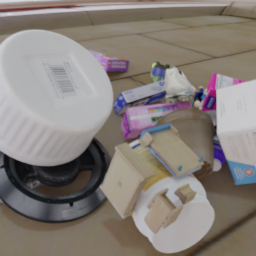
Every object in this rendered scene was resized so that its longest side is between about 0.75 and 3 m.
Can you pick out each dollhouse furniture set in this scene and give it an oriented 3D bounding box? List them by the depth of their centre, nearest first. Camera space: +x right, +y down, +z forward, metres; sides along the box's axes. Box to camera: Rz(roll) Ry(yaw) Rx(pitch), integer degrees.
[{"bbox_3d":[0.623,0.923,5.066,1.664,1.086,1.571,-16,51,-38],"label":"dollhouse furniture set"}]

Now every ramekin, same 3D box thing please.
[{"bbox_3d":[-1.681,-0.724,6.045,2.809,1.369,2.809,21,50,-27],"label":"ramekin"}]

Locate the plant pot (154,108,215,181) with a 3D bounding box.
[{"bbox_3d":[1.486,0.534,7.027,1.592,1.592,1.381,-1,47,-2],"label":"plant pot"}]

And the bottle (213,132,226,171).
[{"bbox_3d":[2.428,0.635,7.657,0.592,0.463,1.418,14,33,18],"label":"bottle"}]

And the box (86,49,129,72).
[{"bbox_3d":[-1.714,-3.367,13.584,2.994,0.585,2.049,21,20,23],"label":"box"}]

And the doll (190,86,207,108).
[{"bbox_3d":[1.684,-0.705,6.737,0.187,0.526,0.770,38,35,-11],"label":"doll"}]

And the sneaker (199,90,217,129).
[{"bbox_3d":[2.468,-0.532,8.682,2.908,1.059,1.231,-24,77,-45],"label":"sneaker"}]

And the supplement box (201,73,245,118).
[{"bbox_3d":[2.961,-0.721,7.595,1.713,0.867,0.885,17,45,8],"label":"supplement box"}]

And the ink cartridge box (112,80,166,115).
[{"bbox_3d":[0.518,-1.129,10.116,2.047,0.962,0.452,-21,78,-30],"label":"ink cartridge box"}]

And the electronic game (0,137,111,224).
[{"bbox_3d":[-1.662,0.880,6.463,2.750,0.572,2.750,14,42,-12],"label":"electronic game"}]

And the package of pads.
[{"bbox_3d":[0.823,-0.233,8.422,1.976,1.191,0.748,-9,76,-15],"label":"package of pads"}]

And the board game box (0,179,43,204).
[{"bbox_3d":[-3.399,1.116,6.506,2.421,0.419,1.640,-21,51,-32],"label":"board game box"}]

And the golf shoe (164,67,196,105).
[{"bbox_3d":[1.410,-1.196,7.590,0.782,0.972,1.999,-13,3,16],"label":"golf shoe"}]

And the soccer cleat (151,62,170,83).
[{"bbox_3d":[1.347,-2.253,12.191,0.863,1.117,2.671,17,12,4],"label":"soccer cleat"}]

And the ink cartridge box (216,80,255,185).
[{"bbox_3d":[3.483,-0.059,6.107,2.677,1.721,1.676,-12,36,25],"label":"ink cartridge box"}]

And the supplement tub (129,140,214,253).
[{"bbox_3d":[0.629,1.263,5.607,1.444,1.444,1.999,-10,32,-17],"label":"supplement tub"}]
